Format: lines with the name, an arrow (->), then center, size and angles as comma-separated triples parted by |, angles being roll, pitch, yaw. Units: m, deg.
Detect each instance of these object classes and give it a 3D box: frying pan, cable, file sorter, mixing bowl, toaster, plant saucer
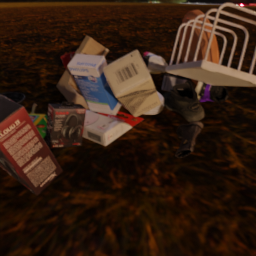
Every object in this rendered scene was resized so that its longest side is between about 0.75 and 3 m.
frying pan -> -4.774, -1.043, 10.162 | 2.255, 0.367, 1.364 | 13, 31, 26
cable -> 0.483, -0.979, 9.635 | 1.552, 0.537, 1.552 | 23, 28, 23
file sorter -> 2.271, -1.988, 7.162 | 1.688, 1.515, 2.432 | 12, 7, -13
mixing bowl -> -1.813, -2.499, 11.540 | 1.817, 0.984, 1.817 | -7, 4, 0
toaster -> 1.813, -1.685, 10.675 | 0.988, 0.648, 1.093 | 12, 12, 5
plant saucer -> 2.585, -2.926, 10.724 | 0.472, 2.925, 2.925 | -15, 31, -5

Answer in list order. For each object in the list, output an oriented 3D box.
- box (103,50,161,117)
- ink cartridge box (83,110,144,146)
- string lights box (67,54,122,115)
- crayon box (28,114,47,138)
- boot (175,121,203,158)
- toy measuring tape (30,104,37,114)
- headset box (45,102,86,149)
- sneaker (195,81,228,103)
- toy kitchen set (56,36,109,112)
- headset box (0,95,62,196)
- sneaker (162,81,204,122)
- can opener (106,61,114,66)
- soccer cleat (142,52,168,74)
box -> 0.202, -1.068, 7.610 | 1.006, 0.837, 2.448 | -27, -14, 8
ink cartridge box -> -0.711, -0.279, 8.672 | 1.623, 0.570, 1.997 | 19, 38, 31
string lights box -> -0.912, -1.205, 8.094 | 0.945, 1.839, 0.542 | 12, 56, 26
crayon box -> -3.357, 0.073, 7.862 | 1.916, 0.558, 1.138 | 2, 29, 7
boot -> 1.454, 0.351, 7.315 | 0.391, 1.130, 0.984 | 33, 65, -8
toy measuring tape -> -2.873, -0.421, 8.629 | 0.292, 0.794, 0.292 | 18, 28, -10
headset box -> -1.526, -0.110, 6.854 | 0.832, 1.118, 0.432 | -2, 24, -34
sneaker -> 2.886, -1.157, 9.587 | 1.025, 0.717, 2.062 | 22, 5, 17
toy kitchen set -> -1.061, -1.724, 10.001 | 1.766, 2.164, 1.953 | 26, 11, -36
headset box -> -2.528, 0.206, 5.889 | 1.612, 2.166, 0.837 | 23, 56, 34
sneaker -> 1.670, -1.079, 9.236 | 0.807, 1.209, 2.111 | -26, 28, -7
can opener -> -0.749, -2.606, 12.638 | 2.185, 0.731, 0.583 | 11, 63, 14
soccer cleat -> 1.154, -2.869, 12.817 | 1.151, 0.932, 2.667 | 15, 17, -5
